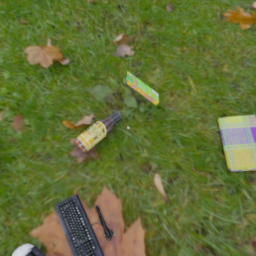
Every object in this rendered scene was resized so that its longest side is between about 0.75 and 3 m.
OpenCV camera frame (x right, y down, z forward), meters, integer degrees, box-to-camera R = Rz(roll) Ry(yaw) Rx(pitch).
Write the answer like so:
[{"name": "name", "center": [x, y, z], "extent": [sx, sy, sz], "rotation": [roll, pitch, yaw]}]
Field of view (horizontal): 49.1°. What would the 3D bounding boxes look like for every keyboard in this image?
[{"name": "keyboard", "center": [-1.365, 3.272, 9.204], "extent": [1.473, 0.239, 2.318], "rotation": [-25, 70, -11]}]

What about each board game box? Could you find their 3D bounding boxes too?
[{"name": "board game box", "center": [0.505, -1.462, 10.293], "extent": [1.480, 0.222, 0.707], "rotation": [37, 28, -18]}]

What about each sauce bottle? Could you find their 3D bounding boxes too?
[{"name": "sauce bottle", "center": [-1.084, 0.096, 10.375], "extent": [1.990, 0.657, 0.657], "rotation": [-42, 73, -16]}]

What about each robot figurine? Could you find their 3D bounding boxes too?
[{"name": "robot figurine", "center": [-2.919, 4.178, 8.482], "extent": [1.344, 0.838, 1.009], "rotation": [39, 69, 15]}]

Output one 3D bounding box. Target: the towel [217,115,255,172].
[{"name": "towel", "center": [4.248, 0.573, 10.381], "extent": [1.563, 0.248, 2.176], "rotation": [-5, 66, -1]}]
